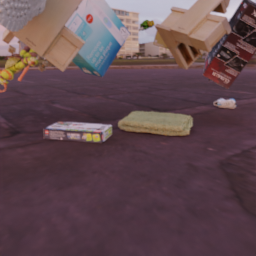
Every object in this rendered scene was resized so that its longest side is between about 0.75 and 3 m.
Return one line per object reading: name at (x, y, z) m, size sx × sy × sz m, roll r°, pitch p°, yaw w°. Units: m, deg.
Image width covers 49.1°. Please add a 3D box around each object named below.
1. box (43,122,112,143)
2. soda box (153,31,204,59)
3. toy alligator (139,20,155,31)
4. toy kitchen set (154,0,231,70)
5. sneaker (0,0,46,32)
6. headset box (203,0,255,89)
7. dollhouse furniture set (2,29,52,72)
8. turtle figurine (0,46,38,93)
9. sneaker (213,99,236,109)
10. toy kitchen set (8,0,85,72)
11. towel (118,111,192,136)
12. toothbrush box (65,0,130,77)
box at (-1.426, 0.111, 8.049) m, size 1.718 × 0.298 × 0.946 m, roll 4°, pitch 15°, yaw 14°
soda box at (1.943, -3.194, 10.512) m, size 1.894 × 0.606 × 0.641 m, roll 17°, pitch 27°, yaw 5°
toy alligator at (0.735, -4.446, 12.061) m, size 0.510 × 0.370 × 1.539 m, roll -19°, pitch 14°, yaw 28°
toy kitchen set at (2.096, -2.458, 7.337) m, size 1.699 × 1.536 × 1.883 m, roll 45°, pitch -2°, yaw -42°
sneaker at (-2.169, -2.384, 5.018) m, size 0.909 × 0.862 × 2.257 m, roll 23°, pitch 27°, yaw -10°
headset box at (3.403, -2.635, 9.016) m, size 1.010 × 2.615 × 1.946 m, roll 30°, pitch 35°, yaw 0°
dollhouse furniture set at (-3.024, -2.573, 9.029) m, size 1.756 × 0.777 × 0.910 m, roll 31°, pitch 31°, yaw -41°
turtle figurine at (-3.137, -1.785, 7.912) m, size 2.028 × 0.653 × 1.636 m, roll -20°, pitch 31°, yaw 36°
sneaker at (4.260, -1.039, 12.412) m, size 0.512 × 0.443 × 1.181 m, roll -13°, pitch 10°, yaw -21°
toy kitchen set at (-1.926, -2.965, 7.147) m, size 2.208 × 1.801 × 1.992 m, roll 37°, pitch 14°, yaw -16°
towel at (0.909, -0.150, 8.885) m, size 2.197 × 0.401 × 1.630 m, roll 6°, pitch 17°, yaw 17°
toothbrush box at (-1.551, -3.487, 9.743) m, size 1.216 × 2.088 × 2.852 m, roll 20°, pitch -15°, yaw 45°
